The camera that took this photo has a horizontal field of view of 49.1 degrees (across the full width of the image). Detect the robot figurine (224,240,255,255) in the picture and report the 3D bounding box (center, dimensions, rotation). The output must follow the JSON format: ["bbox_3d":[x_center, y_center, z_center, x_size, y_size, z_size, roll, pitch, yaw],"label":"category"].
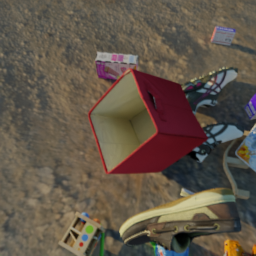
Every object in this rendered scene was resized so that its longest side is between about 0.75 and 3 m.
[{"bbox_3d":[3.424,4.546,7.840,1.814,0.728,2.502,6,61,4],"label":"robot figurine"}]

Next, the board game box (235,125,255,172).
[{"bbox_3d":[5.198,0.794,9.718,2.194,0.284,2.194,41,75,5],"label":"board game box"}]

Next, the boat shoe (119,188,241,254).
[{"bbox_3d":[0.954,2.153,5.933,1.067,2.915,0.945,21,46,-39],"label":"boat shoe"}]

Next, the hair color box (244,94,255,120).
[{"bbox_3d":[5.171,-1.068,10.207,1.048,1.918,0.621,-14,65,-8],"label":"hair color box"}]

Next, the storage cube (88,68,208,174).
[{"bbox_3d":[0.550,-0.062,8.927,2.427,2.700,2.308,7,52,-42],"label":"storage cube"}]

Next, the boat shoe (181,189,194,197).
[{"bbox_3d":[2.158,2.304,9.352,0.817,0.294,0.254,22,80,20],"label":"boat shoe"}]

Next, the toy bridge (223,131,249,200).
[{"bbox_3d":[3.804,1.238,9.855,0.862,0.349,2.565,10,62,7],"label":"toy bridge"}]

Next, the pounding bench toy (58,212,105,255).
[{"bbox_3d":[-1.096,3.344,8.394,1.454,0.904,1.134,25,64,13],"label":"pounding bench toy"}]

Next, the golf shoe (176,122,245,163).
[{"bbox_3d":[2.752,0.574,9.905,2.781,1.081,1.314,-9,67,6],"label":"golf shoe"}]

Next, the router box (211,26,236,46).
[{"bbox_3d":[4.245,-4.102,12.517,0.872,0.783,0.213,12,63,6],"label":"router box"}]

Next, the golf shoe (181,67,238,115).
[{"bbox_3d":[3.202,-1.513,11.117,2.973,1.148,1.310,-24,92,-17],"label":"golf shoe"}]

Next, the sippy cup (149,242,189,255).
[{"bbox_3d":[1.325,3.581,8.206,1.366,1.001,1.072,-7,62,-4],"label":"sippy cup"}]

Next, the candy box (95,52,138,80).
[{"bbox_3d":[-0.450,-2.480,11.436,1.656,1.130,0.505,5,63,3],"label":"candy box"}]
